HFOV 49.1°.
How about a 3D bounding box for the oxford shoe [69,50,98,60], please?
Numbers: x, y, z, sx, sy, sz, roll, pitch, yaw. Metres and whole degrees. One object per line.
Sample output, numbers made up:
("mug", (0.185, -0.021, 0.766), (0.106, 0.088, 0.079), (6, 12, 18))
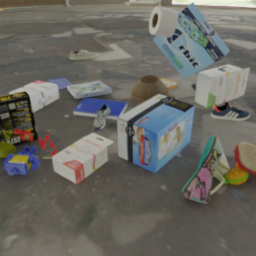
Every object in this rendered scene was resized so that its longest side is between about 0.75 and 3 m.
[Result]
("oxford shoe", (-3.201, -5.355, 20.328), (2.135, 0.616, 0.803), (-10, 29, -21))

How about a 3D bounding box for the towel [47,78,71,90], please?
("towel", (-3.911, -2.503, 16.031), (1.095, 0.180, 1.512), (-15, 35, -27))

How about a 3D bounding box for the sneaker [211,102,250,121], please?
("sneaker", (4.626, -0.772, 12.550), (1.702, 0.719, 0.638), (1, 31, 1))

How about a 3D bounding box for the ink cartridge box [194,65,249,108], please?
("ink cartridge box", (4.694, -2.165, 13.994), (2.748, 1.609, 0.925), (-18, 34, -27))

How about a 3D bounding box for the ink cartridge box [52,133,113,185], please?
("ink cartridge box", (-1.487, 0.983, 9.678), (1.129, 0.654, 1.939), (22, 39, 32))

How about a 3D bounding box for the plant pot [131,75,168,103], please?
("plant pot", (1.096, -2.081, 14.351), (1.950, 0.900, 1.950), (-3, 38, 2))

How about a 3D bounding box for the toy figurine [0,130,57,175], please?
("toy figurine", (-3.749, 0.949, 9.290), (2.351, 1.240, 1.408), (4, 36, 8))

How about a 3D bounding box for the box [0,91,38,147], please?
("box", (-4.703, -0.135, 10.308), (2.424, 1.936, 0.598), (-19, 36, -28))

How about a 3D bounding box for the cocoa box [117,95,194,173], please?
("cocoa box", (1.036, 0.107, 10.114), (1.655, 1.682, 2.521), (23, 38, 33))

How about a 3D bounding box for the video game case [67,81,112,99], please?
("video game case", (-2.108, -2.057, 14.898), (1.930, 0.233, 2.118), (-12, 25, -19))

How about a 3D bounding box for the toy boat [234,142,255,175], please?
("toy boat", (3.966, 1.155, 9.202), (1.464, 0.957, 0.955), (22, 52, -18))

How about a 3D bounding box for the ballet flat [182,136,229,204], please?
("ballet flat", (2.638, 1.359, 8.944), (1.011, 0.982, 2.842), (30, 44, 13))

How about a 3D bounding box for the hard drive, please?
("hard drive", (-1.280, -0.925, 13.228), (2.185, 0.277, 1.442), (7, 32, 12))

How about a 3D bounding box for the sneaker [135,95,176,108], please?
("sneaker", (1.402, -0.871, 12.928), (2.179, 0.767, 0.823), (-15, 58, -25))

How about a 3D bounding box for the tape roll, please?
("tape roll", (1.231, -3.744, 9.929), (0.663, 0.965, 0.965), (3, 28, -21))

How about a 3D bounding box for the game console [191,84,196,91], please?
("game console", (4.301, -2.469, 15.312), (1.354, 0.801, 1.156), (-4, 32, -9))

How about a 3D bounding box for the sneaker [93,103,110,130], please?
("sneaker", (-1.191, -0.527, 12.057), (0.519, 0.574, 1.348), (9, 53, 13))

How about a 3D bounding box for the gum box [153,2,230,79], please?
("gum box", (2.607, -3.629, 12.230), (0.641, 2.445, 2.878), (-43, 8, -19))

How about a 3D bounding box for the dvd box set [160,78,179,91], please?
("dvd box set", (1.882, -2.365, 15.683), (1.606, 0.236, 1.175), (-25, 39, -34))

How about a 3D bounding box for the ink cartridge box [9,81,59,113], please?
("ink cartridge box", (-4.608, -1.583, 13.817), (1.410, 0.797, 1.925), (16, 34, 25))

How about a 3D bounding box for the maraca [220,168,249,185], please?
("maraca", (3.353, 1.568, 8.903), (0.914, 0.489, 0.626), (-18, 9, 13))
